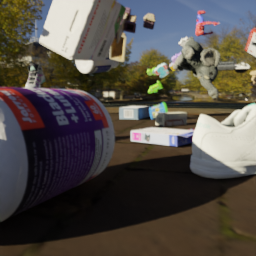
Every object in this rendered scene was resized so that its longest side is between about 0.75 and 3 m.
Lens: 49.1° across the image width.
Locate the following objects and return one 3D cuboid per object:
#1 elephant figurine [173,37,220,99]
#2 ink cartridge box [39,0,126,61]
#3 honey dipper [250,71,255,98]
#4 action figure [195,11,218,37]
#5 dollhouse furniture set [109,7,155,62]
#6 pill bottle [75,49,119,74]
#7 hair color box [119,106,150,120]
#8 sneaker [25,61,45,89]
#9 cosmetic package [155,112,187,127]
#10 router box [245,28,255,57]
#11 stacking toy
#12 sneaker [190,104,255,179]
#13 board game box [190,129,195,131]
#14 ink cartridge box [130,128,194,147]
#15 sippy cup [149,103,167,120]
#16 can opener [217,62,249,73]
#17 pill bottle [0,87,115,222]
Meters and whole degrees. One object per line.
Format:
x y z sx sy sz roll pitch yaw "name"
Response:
1.688 -1.380 6.335 1.198 0.930 0.848 30 20 2 "elephant figurine"
-1.320 -3.325 8.965 1.200 2.070 2.858 28 18 7 "ink cartridge box"
3.330 -2.187 6.948 0.541 2.846 0.541 -5 14 1 "honey dipper"
3.129 -4.089 11.123 0.904 0.596 1.826 8 42 13 "action figure"
-0.097 -3.319 11.473 1.928 2.433 1.727 14 53 4 "dollhouse furniture set"
-1.400 -3.279 13.467 1.211 1.211 2.023 6 16 39 "pill bottle"
0.385 -0.841 15.249 1.043 0.639 2.108 3 8 21 "hair color box"
-2.892 -1.614 8.488 0.458 0.823 1.177 -2 34 -1 "sneaker"
1.822 -0.379 11.846 1.240 0.541 0.641 -5 8 -30 "cosmetic package"
4.474 -2.847 9.572 0.212 0.867 0.778 -36 60 -17 "router box"
1.175 -1.776 7.877 1.667 0.392 1.257 -33 27 23 "stacking toy"
2.282 0.156 4.844 2.618 1.159 0.985 -3 6 -25 "sneaker"
2.075 0.194 8.817 0.723 0.137 1.405 5 9 30 "board game box"
1.056 0.234 7.561 1.755 0.368 1.047 2 7 39 "ink cartridge box"
1.529 -0.787 14.312 0.840 0.900 1.146 -12 -6 -2 "sippy cup"
2.905 -1.693 7.930 1.048 0.348 0.276 2 41 1 "can opener"
-1.316 0.236 3.159 1.390 1.390 2.495 3 8 26 "pill bottle"
